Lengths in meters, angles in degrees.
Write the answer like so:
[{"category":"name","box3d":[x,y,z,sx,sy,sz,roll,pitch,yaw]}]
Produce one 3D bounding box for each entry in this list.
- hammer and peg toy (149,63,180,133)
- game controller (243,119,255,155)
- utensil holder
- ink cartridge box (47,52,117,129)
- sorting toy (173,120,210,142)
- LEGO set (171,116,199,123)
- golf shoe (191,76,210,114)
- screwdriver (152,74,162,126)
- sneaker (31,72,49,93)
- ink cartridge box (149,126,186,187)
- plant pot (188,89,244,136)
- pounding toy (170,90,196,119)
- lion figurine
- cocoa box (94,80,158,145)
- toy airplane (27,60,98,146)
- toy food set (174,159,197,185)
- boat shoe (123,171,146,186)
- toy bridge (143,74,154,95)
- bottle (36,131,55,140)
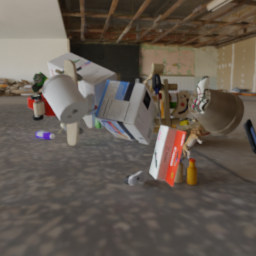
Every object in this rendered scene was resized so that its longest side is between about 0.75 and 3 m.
[{"category":"hammer and peg toy","box3d":[1.473,-1.140,11.607,0.981,2.781,2.046,-2,-14,-1]},{"category":"game controller","box3d":[3.372,0.240,7.572,0.199,0.946,0.493,-12,15,45]},{"category":"utensil holder","box3d":[-2.019,-0.927,9.115,1.109,1.109,1.304,-9,51,-43]},{"category":"ink cartridge box","box3d":[-1.857,-1.609,11.689,2.940,2.129,1.234,30,50,32]},{"category":"sorting toy","box3d":[2.678,0.085,12.096,1.975,0.355,2.651,-22,11,0]},{"category":"LEGO set","box3d":[3.234,-0.354,15.938,2.151,0.610,1.397,11,9,-16]},{"category":"golf shoe","box3d":[2.055,-0.885,7.550,0.395,1.022,0.450,-8,32,-29]},{"category":"screwdriver","box3d":[1.024,-1.070,9.991,0.387,0.371,2.663,24,43,-17]},{"category":"sneaker","box3d":[-3.041,-1.538,9.388,0.441,0.482,1.131,-40,20,18]},{"category":"ink cartridge box","box3d":[0.794,0.549,5.833,0.245,1.126,0.978,13,2,-10]},{"category":"plant pot","box3d":[2.589,-0.620,8.664,1.253,1.444,1.444,23,-3,-31]},{"category":"pounding toy","box3d":[2.064,-0.932,10.333,0.753,1.317,0.756,33,4,-6]},{"category":"lion figurine","box3d":[1.834,0.418,8.130,0.379,1.047,0.641,39,10,-21]},{"category":"cocoa box","box3d":[0.032,-0.524,10.193,1.485,1.509,2.263,11,-16,21]},{"category":"toy airplane","box3d":[-2.127,-0.876,10.349,2.506,2.495,1.768,-40,11,20]},{"category":"toy food set","box3d":[1.234,0.987,7.382,0.665,0.627,1.393,-3,10,-15]},{"category":"boat shoe","box3d":[0.157,1.245,6.847,0.283,0.299,0.854,-3,3,28]},{"category":"toy bridge","box3d":[0.928,-1.832,13.072,0.273,2.003,0.673,-14,-43,35]},{"category":"bottle","box3d":[-3.588,0.328,12.155,0.927,0.303,0.387,7,12,34]}]
